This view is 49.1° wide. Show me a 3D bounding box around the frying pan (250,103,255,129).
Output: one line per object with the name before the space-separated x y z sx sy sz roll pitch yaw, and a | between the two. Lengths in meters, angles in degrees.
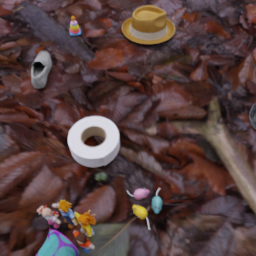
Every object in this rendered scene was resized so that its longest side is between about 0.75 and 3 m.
frying pan | 5.195 -0.110 9.469 2.206 0.359 1.334 44 97 20

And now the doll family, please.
doll family | -1.482 2.399 7.388 1.835 1.139 0.827 27 58 18

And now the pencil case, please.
pencil case | -2.183 3.639 6.583 1.076 0.991 2.329 14 52 35

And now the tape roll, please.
tape roll | -1.102 0.440 9.147 1.667 0.583 1.667 0 54 0

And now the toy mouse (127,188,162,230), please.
toy mouse | 0.579 2.091 8.158 1.115 0.243 1.255 -37 62 -23

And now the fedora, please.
fedora | 0.935 -4.790 12.660 2.456 1.002 2.456 0 54 -1

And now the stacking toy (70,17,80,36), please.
stacking toy | -2.449 -4.647 12.643 0.493 0.850 0.467 -8 55 -6

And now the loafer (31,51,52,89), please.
loafer | -3.470 -2.441 11.154 0.686 0.684 1.962 -4 54 -3
